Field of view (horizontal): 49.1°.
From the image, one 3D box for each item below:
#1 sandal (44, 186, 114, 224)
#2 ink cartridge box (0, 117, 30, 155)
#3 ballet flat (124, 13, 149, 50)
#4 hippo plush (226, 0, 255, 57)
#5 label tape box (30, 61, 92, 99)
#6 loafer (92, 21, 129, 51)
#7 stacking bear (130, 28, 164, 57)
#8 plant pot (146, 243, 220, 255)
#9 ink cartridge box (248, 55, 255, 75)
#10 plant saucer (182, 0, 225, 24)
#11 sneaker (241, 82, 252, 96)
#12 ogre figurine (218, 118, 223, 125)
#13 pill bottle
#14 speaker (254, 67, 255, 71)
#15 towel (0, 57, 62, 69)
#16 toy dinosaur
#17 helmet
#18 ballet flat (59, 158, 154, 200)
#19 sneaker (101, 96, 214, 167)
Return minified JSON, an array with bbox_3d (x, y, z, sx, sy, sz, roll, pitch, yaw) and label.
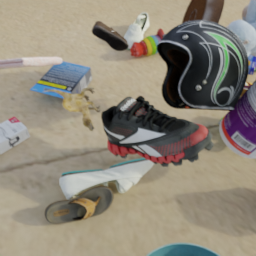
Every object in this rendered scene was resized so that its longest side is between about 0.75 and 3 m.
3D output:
[{"bbox_3d":[-1.283,2.108,7.431,1.893,0.774,0.517,-12,5,-9],"label":"sandal"},{"bbox_3d":[-4.085,0.243,9.453,1.158,0.483,0.841,-36,56,-29],"label":"ink cartridge box"},{"bbox_3d":[0.424,-4.997,14.126,0.969,0.969,2.791,14,48,13],"label":"ballet flat"},{"bbox_3d":[3.410,-2.736,8.270,1.880,2.338,1.863,-20,70,-9],"label":"hippo plush"},{"bbox_3d":[-2.612,-1.727,11.178,1.556,0.683,2.158,15,48,14],"label":"label tape box"},{"bbox_3d":[-0.499,-2.870,8.649,0.503,1.376,0.488,-21,57,38],"label":"loafer"},{"bbox_3d":[0.867,-3.793,13.001,1.663,1.010,0.946,-23,86,-15],"label":"stacking bear"},{"bbox_3d":[1.087,3.698,5.403,2.347,1.581,2.347,0,45,0],"label":"plant pot"},{"bbox_3d":[5.026,-2.831,12.059,1.335,0.510,0.911,14,73,19],"label":"ink cartridge box"},{"bbox_3d":[2.324,-3.641,9.346,0.450,2.462,2.462,13,45,-15],"label":"plant saucer"},{"bbox_3d":[4.512,-1.635,11.274,1.420,0.532,0.640,28,44,16],"label":"sneaker"},{"bbox_3d":[3.755,-0.127,9.630,1.045,0.855,1.743,42,73,12],"label":"ogre figurine"},{"bbox_3d":[3.554,-0.462,6.991,1.497,2.662,1.497,10,52,-12],"label":"pill bottle"},{"bbox_3d":[5.742,-2.956,12.515,0.458,0.458,1.036,4,47,4],"label":"speaker"},{"bbox_3d":[-2.124,-1.324,5.740,1.096,0.185,1.148,1,15,24],"label":"towel"},{"bbox_3d":[-1.295,-0.699,6.984,1.799,0.523,0.909,40,47,22],"label":"toy dinosaur"},{"bbox_3d":[1.827,-1.545,7.048,2.268,2.162,2.268,3,3,0],"label":"helmet"},{"bbox_3d":[-0.546,1.535,8.076,2.795,0.971,0.971,-10,47,-4],"label":"ballet flat"},{"bbox_3d":[0.372,-0.001,5.539,2.621,1.280,0.926,3,34,47],"label":"sneaker"}]
